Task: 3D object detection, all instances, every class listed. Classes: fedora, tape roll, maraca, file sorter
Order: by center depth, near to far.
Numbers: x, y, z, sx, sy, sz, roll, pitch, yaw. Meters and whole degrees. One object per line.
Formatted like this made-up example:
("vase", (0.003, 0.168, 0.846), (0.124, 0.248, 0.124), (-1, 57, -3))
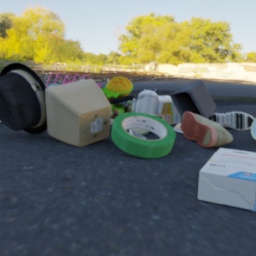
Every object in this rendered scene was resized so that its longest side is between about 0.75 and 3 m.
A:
("tape roll", (0.499, 0.187, 9.336), (2.095, 0.504, 2.095), (8, 30, -5))
("fedora", (-4.363, -0.948, 10.804), (2.976, 2.976, 1.359), (7, 23, 28))
("maraca", (-0.624, -2.093, 15.044), (1.424, 1.111, 2.077), (22, 40, 30))
("file sorter", (-3.512, -2.227, 17.135), (2.780, 1.932, 1.743), (9, -16, 27))

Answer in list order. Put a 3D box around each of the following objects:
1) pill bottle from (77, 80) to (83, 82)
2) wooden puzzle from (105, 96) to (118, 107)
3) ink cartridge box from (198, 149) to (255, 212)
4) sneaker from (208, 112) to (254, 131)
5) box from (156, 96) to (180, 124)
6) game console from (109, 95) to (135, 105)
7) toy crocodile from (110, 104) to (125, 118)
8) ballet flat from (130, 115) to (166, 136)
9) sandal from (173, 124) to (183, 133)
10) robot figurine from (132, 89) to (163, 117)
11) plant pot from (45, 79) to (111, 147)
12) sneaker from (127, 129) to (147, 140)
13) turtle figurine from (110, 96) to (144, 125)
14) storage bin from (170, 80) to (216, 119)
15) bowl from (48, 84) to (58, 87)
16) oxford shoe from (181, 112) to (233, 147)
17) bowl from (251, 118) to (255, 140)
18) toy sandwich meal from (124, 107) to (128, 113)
("pill bottle", (-2.116, -1.324, 14.132), (1.112, 1.985, 1.112), (-17, -12, -4))
("wooden puzzle", (-1.369, -1.925, 18.678), (1.748, 0.207, 2.947), (3, -11, -9))
("ink cartridge box", (2.439, 1.080, 6.432), (1.145, 0.675, 1.989), (7, 14, 29))
("sneaker", (4.633, -0.343, 12.914), (2.234, 0.839, 0.905), (5, 5, 19))
("box", (1.893, -0.963, 14.610), (1.082, 1.201, 2.136), (-2, 12, -9))
("game console", (0.108, -1.088, 15.173), (1.859, 1.230, 2.114), (-14, 3, 5))
("toy crocodile", (-1.017, -0.911, 15.599), (0.938, 0.858, 2.778), (-7, 10, -34))
("ballet flat", (0.858, -0.185, 12.094), (0.803, 0.803, 2.312), (11, 16, 41))
("sandal", (2.458, 0.017, 11.974), (0.548, 0.410, 1.431), (-5, 13, -20))
("robot figurine", (0.893, -1.007, 13.346), (1.539, 1.815, 1.025), (9, -12, 15))
("plant pot", (-1.709, -0.432, 10.372), (2.002, 2.000, 1.773), (-19, 39, -35))
("sneaker", (0.301, 0.475, 9.709), (0.635, 0.592, 1.602), (6, 16, -20))
("turtle figurine", (-0.088, -0.661, 12.157), (1.714, 1.272, 1.767), (-1, -12, -12))
("storage bin", (2.986, -1.114, 12.626), (1.301, 1.938, 1.410), (-42, 19, -28))
("bowl", (-4.333, -1.528, 16.361), (1.866, 1.866, 0.976), (5, 31, 24))
("oxford shoe", (2.877, 0.084, 10.716), (1.035, 0.993, 2.805), (4, 20, -15))
("bowl", (5.463, 0.054, 9.826), (1.021, 1.897, 1.897), (41, -1, -20))
("toy sandwich meal", (0.245, -0.827, 15.762), (1.504, 0.515, 1.504), (13, 7, -2))
